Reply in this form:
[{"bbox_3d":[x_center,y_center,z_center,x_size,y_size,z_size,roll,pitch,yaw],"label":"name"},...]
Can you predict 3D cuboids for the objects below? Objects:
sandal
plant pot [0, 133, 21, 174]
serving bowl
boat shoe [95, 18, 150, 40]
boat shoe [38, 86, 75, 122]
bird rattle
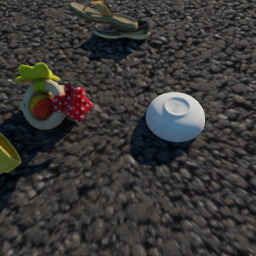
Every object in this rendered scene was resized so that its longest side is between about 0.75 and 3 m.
[{"bbox_3d":[-0.690,-3.467,8.412,2.122,0.573,0.852,13,32,-8],"label":"sandal"},{"bbox_3d":[-3.847,0.828,7.571,1.268,1.348,1.348,-39,59,-9],"label":"plant pot"},{"bbox_3d":[1.538,-0.493,8.986,1.917,0.631,1.917,0,52,0],"label":"serving bowl"},{"bbox_3d":[-0.249,-4.334,11.994,2.387,0.774,0.874,1,51,1],"label":"boat shoe"},{"bbox_3d":[-2.257,-1.022,9.386,2.068,0.773,0.707,38,57,15],"label":"boat shoe"},{"bbox_3d":[-2.406,-0.835,8.771,2.399,1.956,1.351,41,16,6],"label":"bird rattle"}]
